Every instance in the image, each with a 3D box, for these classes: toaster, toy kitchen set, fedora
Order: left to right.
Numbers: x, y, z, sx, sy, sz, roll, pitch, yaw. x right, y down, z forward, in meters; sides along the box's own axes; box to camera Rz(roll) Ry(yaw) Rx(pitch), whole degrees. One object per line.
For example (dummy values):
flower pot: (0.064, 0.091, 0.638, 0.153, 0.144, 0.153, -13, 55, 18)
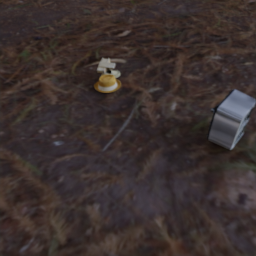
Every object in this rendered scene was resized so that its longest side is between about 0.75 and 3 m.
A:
fedora: (-0.962, -2.124, 12.973, 1.286, 0.524, 1.286, 0, 40, 0)
toy kitchen set: (-0.963, -2.764, 13.532, 0.744, 0.823, 0.912, 8, 53, 12)
toaster: (3.656, -0.274, 10.100, 1.056, 1.609, 1.779, 29, 49, 28)

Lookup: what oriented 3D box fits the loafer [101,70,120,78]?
loafer: (-0.807, -2.621, 13.526, 1.018, 0.348, 0.385, -18, 54, -32)
